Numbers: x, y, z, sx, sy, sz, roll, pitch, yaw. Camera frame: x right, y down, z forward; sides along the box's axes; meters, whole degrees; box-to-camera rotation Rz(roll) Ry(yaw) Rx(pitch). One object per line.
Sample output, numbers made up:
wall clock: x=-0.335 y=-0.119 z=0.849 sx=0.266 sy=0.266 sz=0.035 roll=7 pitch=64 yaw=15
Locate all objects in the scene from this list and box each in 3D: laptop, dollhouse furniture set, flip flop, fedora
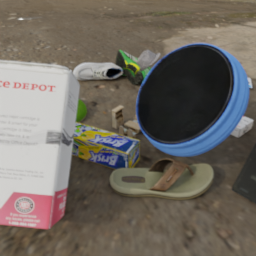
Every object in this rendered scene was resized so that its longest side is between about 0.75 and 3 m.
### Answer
laptop: x=4.238 y=0.921 z=6.328 sx=2.448 sy=2.614 sz=1.515 roll=29 pitch=5 yaw=38
dollhouse furniture set: x=0.005 y=-0.216 z=8.771 sx=0.986 sy=0.642 sz=0.906 roll=21 pitch=38 yaw=30
flip flop: x=0.804 y=1.097 z=6.593 sx=2.485 sy=0.715 sz=1.008 roll=0 pitch=32 yaw=1
fedora: x=0.566 y=-2.183 z=8.867 sx=0.863 sy=0.390 sz=0.763 roll=-24 pitch=28 yaw=54

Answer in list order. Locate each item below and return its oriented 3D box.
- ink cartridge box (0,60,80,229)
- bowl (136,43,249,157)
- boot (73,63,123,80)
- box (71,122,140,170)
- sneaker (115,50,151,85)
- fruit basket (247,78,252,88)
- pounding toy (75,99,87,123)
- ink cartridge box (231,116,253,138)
ink cartridge box: x=-2.219 y=0.270 z=5.514 sx=2.126 sy=2.919 sz=1.238 roll=6 pitch=-6 yaw=1
bowl: x=1.343 y=-0.731 z=6.664 sx=0.550 sy=2.804 sz=2.804 roll=27 pitch=8 yaw=-44
boot: x=-1.264 y=-2.443 z=12.161 sx=2.058 sy=0.757 sz=0.984 roll=-16 pitch=25 yaw=-26
box: x=-0.744 y=0.508 z=7.588 sx=2.065 sy=0.664 sz=0.723 roll=14 pitch=34 yaw=23
sneaker: x=0.223 y=-2.727 z=12.671 sx=1.102 sy=1.010 sz=2.587 roll=-10 pitch=42 yaw=-29
fruit basket: x=4.634 y=-2.077 z=11.857 sx=1.168 sy=0.548 sz=1.082 roll=12 pitch=34 yaw=13
pounding toy: x=-2.682 y=-0.941 z=9.437 sx=2.501 sy=1.160 sz=1.930 roll=3 pitch=32 yaw=4
ink cartridge box: x=3.454 y=-0.075 z=8.829 sx=0.808 sy=0.343 sz=0.588 roll=-24 pitch=39 yaw=-35
